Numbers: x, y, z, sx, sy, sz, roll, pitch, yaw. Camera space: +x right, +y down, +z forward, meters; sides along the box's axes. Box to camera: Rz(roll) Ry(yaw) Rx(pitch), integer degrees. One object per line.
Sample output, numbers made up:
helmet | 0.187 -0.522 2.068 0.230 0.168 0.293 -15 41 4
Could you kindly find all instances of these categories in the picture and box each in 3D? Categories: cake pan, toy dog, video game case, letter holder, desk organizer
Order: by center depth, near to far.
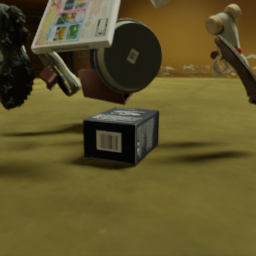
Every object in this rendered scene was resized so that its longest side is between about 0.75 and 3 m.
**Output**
video game case | -1.378 -3.134 7.854 2.228 2.448 0.290 -1 -29 16
desk organizer | -2.785 -1.690 9.791 0.447 0.416 1.161 37 -13 -9
toy dog | 3.475 -3.090 10.143 1.616 2.451 1.180 -8 9 -15
cake pan | 0.114 -2.626 10.366 2.749 2.749 0.504 -6 12 -23
letter holder | -0.953 -2.063 12.244 2.128 1.512 1.070 13 45 23

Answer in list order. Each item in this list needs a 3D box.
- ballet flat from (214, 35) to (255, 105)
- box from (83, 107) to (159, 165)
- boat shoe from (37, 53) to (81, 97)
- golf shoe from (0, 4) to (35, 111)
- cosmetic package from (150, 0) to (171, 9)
ballet flat | 3.482 -1.700 8.744 0.644 2.779 0.936 -35 20 31
box | -0.123 0.149 8.973 1.742 1.228 2.354 6 15 23
boat shoe | -2.873 -2.254 11.283 0.680 2.275 0.813 -47 10 -33
golf shoe | -3.241 -1.841 7.442 1.277 2.703 1.051 26 30 32
cosmetic package | 0.840 -2.942 5.998 0.782 0.290 0.398 -30 51 7
